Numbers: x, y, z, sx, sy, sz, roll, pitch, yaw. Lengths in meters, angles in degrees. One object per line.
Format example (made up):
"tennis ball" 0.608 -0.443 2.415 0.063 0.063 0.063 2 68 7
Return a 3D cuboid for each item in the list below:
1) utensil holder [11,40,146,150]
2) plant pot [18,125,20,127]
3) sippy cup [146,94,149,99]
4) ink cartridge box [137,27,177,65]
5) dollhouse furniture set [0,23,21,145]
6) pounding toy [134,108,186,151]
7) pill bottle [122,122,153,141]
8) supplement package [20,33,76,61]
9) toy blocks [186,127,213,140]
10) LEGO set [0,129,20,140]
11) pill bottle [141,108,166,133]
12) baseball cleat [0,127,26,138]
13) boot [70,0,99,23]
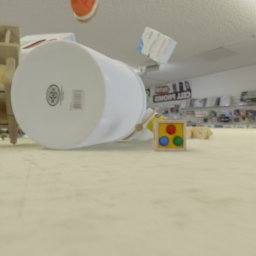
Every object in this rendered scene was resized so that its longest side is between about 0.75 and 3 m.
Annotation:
"utensil holder" -1.094 -0.751 7.244 2.515 2.515 2.960 0 2 18
"plant pot" -6.248 -0.315 15.138 1.496 1.496 1.362 0 10 -11
"sippy cup" -0.271 -0.529 10.840 1.783 2.271 1.664 15 -5 0
"ink cartridge box" 1.179 -3.447 11.783 0.606 1.050 1.448 4 30 -45
"dollhouse furniture set" -4.092 -1.277 7.630 2.112 2.100 2.997 0 43 -18
"pounding toy" 0.670 0.019 5.894 1.045 0.918 0.478 0 1 -3
"pill bottle" -0.225 -0.279 9.048 2.281 1.304 1.304 15 -9 -38
"supplement package" -3.789 -2.553 11.648 2.614 2.010 2.734 3 33 21
"toy blocks" 2.813 0.192 10.972 1.086 0.473 1.303 0 0 37
"LEGO set" -3.455 0.221 10.390 2.542 0.720 1.651 -13 -1 -1
"pill bottle" 0.890 -0.087 8.448 1.048 0.599 0.599 40 12 14
"baseball cleat" -4.999 0.178 11.830 1.822 0.635 0.969 12 2 36
"boot" -0.790 -2.977 5.544 0.578 1.541 0.826 8 -16 17
